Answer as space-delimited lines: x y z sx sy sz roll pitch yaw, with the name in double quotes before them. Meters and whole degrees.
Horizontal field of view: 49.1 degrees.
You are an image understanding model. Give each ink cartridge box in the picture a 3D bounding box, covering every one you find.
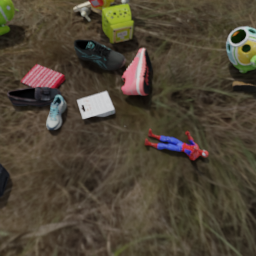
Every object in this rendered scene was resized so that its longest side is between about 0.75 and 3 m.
"ink cartridge box" -1.373 -0.900 11.926 1.359 0.340 1.093 -19 57 -6

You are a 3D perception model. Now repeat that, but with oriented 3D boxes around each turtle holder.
"turtle holder" 5.261 -3.411 12.519 1.758 1.643 2.313 -10 59 42

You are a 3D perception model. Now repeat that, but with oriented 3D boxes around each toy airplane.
"toy airplane" -1.270 -6.796 15.023 2.858 2.025 2.870 -23 18 -24

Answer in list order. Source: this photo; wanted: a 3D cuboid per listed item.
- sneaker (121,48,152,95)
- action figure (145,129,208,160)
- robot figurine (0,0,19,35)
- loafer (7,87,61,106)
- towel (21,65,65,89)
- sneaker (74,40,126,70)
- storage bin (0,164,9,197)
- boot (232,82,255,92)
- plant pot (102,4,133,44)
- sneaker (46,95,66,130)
"sneaker" 0.317 -2.579 12.604 1.253 1.065 2.889 -8 47 19
"action figure" 1.882 0.536 10.506 2.397 1.186 0.782 18 59 8
"robot figurine" -6.965 -5.800 13.986 2.708 2.376 1.567 -30 25 -11
"loafer" -4.014 -1.370 11.913 2.189 0.689 0.787 -6 69 1
"towel" -3.893 -2.217 12.861 1.703 0.192 1.232 24 62 17
"sneaker" -1.393 -3.443 13.076 2.609 1.034 0.984 17 76 12
"storage bin" -5.173 1.829 9.874 1.544 0.724 1.044 3 56 3
"boot" 5.247 -1.888 12.552 1.094 0.403 0.413 9 45 8
"plant pot" -0.476 -5.137 14.083 1.394 1.387 1.265 -16 68 -11
"sneaker" -3.034 -0.652 11.518 0.623 0.693 1.605 4 56 5
